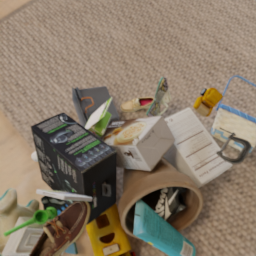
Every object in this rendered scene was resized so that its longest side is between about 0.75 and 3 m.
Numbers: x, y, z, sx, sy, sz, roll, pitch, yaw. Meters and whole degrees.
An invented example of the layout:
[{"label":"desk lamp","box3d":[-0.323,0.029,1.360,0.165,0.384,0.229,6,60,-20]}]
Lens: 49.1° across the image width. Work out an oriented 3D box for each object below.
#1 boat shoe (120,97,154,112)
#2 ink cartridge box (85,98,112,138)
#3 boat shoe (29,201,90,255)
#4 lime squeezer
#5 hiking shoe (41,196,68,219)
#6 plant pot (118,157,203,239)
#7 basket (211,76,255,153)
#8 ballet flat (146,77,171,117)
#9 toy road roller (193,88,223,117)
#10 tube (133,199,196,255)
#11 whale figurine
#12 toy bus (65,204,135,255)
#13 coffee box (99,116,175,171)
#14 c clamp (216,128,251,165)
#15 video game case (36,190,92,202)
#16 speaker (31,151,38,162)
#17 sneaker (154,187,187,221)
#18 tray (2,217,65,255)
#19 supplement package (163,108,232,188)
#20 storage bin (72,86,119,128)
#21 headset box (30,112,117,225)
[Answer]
[{"label":"boat shoe","box3d":[0.397,-1.022,11.526,1.455,0.503,0.536,-12,68,-5]},{"label":"ink cartridge box","box3d":[-0.874,-0.238,9.280,0.522,1.378,1.018,37,45,-18]},{"label":"boat shoe","box3d":[-1.785,2.663,7.058,0.746,0.744,2.069,39,87,30]},{"label":"lime squeezer","box3d":[-2.636,2.698,8.370,0.832,2.356,0.444,-22,77,12]},{"label":"hiking shoe","box3d":[-1.906,2.707,9.773,2.213,0.823,0.959,-6,96,12]},{"label":"plant pot","box3d":[0.832,1.956,9.261,2.613,2.613,2.279,-13,37,-5]},{"label":"basket","box3d":[4.304,-0.479,10.505,2.166,1.709,2.457,30,101,11]},{"label":"ballet flat","box3d":[1.269,-1.058,10.616,0.706,1.962,0.706,9,47,-10]},{"label":"toy road roller","box3d":[2.712,-0.897,9.382,0.604,0.717,0.982,34,75,-13]},{"label":"tube","box3d":[1.051,3.213,8.343,0.712,2.825,1.094,-27,36,25]},{"label":"whale figurine","box3d":[-3.659,2.967,8.758,1.313,2.530,2.012,10,41,26]},{"label":"toy bus","box3d":[-0.551,3.797,8.987,2.651,1.370,2.502,23,70,7]},{"label":"coffee box","box3d":[0.051,0.495,9.254,1.462,2.556,1.019,-44,114,-31]},{"label":"c clamp","box3d":[3.051,0.570,8.349,1.084,0.172,1.269,20,48,26]},{"label":"video game case","box3d":[-1.533,1.643,6.786,0.922,1.012,0.112,2,77,32]},{"label":"speaker","box3d":[-3.180,0.884,10.379,0.912,0.370,0.370,-36,67,26]},{"label":"sneaker","box3d":[1.314,2.492,8.778,0.884,0.649,1.954,19,103,18]},{"label":"tray","box3d":[-2.584,3.430,8.635,0.249,2.249,1.207,22,85,42]},{"label":"supplement package","box3d":[2.124,0.848,10.045,1.485,1.480,2.531,-25,71,-24]},{"label":"storage bin","box3d":[-1.262,-0.743,11.011,1.370,1.485,2.040,-17,68,-18]},{"label":"headset box","box3d":[-1.572,1.237,8.576,1.259,2.362,2.713,-30,48,-35]}]
